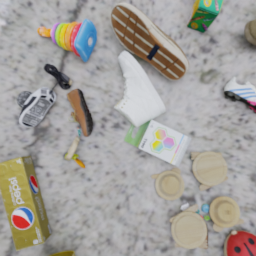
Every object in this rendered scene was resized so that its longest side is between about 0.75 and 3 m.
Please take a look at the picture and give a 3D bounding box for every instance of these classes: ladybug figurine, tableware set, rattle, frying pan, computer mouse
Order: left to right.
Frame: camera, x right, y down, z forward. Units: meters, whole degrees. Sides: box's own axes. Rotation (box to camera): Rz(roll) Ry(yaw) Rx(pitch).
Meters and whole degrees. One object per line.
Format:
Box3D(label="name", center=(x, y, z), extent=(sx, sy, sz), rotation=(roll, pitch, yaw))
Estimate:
Box3D(label="frying pan", center=(-3.336, -0.729, 8.871), extent=(0.573, 0.154, 0.948), rotation=(22, 83, 2))
Box3D(label="computer mouse", center=(-2.649, -0.921, 8.532), extent=(2.063, 1.131, 0.452), rotation=(-49, 59, 5))
Box3D(label="rattle", center=(-1.447, 0.601, 8.596), extent=(0.743, 0.677, 1.040), rotation=(23, 68, 3))
Box3D(label="tableware set", center=(2.122, 2.123, 8.446), extent=(2.311, 0.321, 2.766), rotation=(-17, 77, -3))
Box3D(label="ladybug figurine", center=(3.625, 3.943, 8.088), extent=(1.390, 0.737, 2.048), rotation=(-31, 72, -5))

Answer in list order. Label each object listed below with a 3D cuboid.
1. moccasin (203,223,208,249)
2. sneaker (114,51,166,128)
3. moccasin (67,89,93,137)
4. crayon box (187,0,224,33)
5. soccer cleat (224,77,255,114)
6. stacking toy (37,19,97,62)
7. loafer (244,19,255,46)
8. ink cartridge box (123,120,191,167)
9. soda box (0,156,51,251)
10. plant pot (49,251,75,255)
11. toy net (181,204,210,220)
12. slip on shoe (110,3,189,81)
Box3D(label="moccasin", center=(2.240, 3.232, 8.439), extent=(0.335, 0.318, 0.868), rotation=(-1, 111, 12))
Box3D(label="sneaker", center=(0.023, -1.124, 8.542), extent=(1.305, 0.832, 2.259), rotation=(-32, 88, -5))
Box3D(label="moccasin", center=(-1.518, -0.437, 8.603), extent=(0.601, 0.569, 1.557), rotation=(-24, 82, 11))
Box3D(label="crayon box", center=(2.545, -4.251, 8.464), extent=(0.658, 1.342, 2.260), rotation=(18, 87, -1))
Box3D(label="soccer cleat", center=(3.839, -0.985, 8.644), extent=(1.744, 0.609, 0.753), rotation=(26, 82, 1))
Box3D(label="stacking toy", center=(-1.994, -2.855, 8.693), extent=(1.879, 1.091, 1.031), rotation=(16, 76, 15))
Box3D(label="loafer", center=(4.757, -2.683, 8.422), extent=(2.552, 0.860, 0.970), rotation=(8, 86, -15))
Box3D(label="ink cartridge box", center=(0.881, 0.370, 8.588), extent=(1.835, 0.544, 0.953), rotation=(26, 87, 2))
Box3D(label="soda box", center=(-3.109, 2.168, 8.333), extent=(0.866, 0.819, 2.557), rotation=(-16, 86, 0))
Box3D(label="plant pot", center=(-2.009, 4.097, 7.837), extent=(1.209, 1.209, 0.858), rotation=(-14, 81, -1))
Box3D(label="toy net", center=(2.068, 2.566, 8.650), extent=(0.921, 0.178, 0.483), rotation=(7, 96, 2))
Box3D(label="slip on shoe", center=(0.711, -2.628, 8.423), extent=(2.861, 0.867, 1.088), rotation=(38, 131, -4))
